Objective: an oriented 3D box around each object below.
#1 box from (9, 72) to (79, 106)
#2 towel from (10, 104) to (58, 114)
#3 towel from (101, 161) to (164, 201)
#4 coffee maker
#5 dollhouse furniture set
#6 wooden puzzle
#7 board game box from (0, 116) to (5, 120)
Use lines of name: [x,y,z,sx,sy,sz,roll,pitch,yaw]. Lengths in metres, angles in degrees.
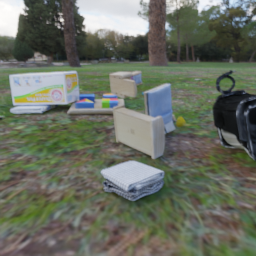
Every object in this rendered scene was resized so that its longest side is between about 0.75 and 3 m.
box: [-4.098,-1.980,13.932,2.886,1.463,1.623,0,13,11]
towel: [-4.507,-1.003,13.697,1.621,0.263,2.207,0,14,6]
towel: [0.095,1.100,5.805,0.893,0.462,1.079,17,21,42]
coffee maker: [3.013,-0.344,7.152,1.561,2.225,2.317,-35,2,4]
dollhouse furniture set: [1.023,-0.637,8.453,2.532,2.390,1.652,-23,30,-36]
wooden puzzle: [-1.486,-1.223,13.727,2.592,0.648,2.798,-1,16,-3]
board game box: [-5.605,-0.361,11.671,0.468,0.105,0.894,0,15,7]
